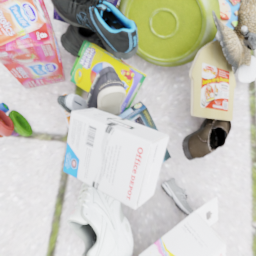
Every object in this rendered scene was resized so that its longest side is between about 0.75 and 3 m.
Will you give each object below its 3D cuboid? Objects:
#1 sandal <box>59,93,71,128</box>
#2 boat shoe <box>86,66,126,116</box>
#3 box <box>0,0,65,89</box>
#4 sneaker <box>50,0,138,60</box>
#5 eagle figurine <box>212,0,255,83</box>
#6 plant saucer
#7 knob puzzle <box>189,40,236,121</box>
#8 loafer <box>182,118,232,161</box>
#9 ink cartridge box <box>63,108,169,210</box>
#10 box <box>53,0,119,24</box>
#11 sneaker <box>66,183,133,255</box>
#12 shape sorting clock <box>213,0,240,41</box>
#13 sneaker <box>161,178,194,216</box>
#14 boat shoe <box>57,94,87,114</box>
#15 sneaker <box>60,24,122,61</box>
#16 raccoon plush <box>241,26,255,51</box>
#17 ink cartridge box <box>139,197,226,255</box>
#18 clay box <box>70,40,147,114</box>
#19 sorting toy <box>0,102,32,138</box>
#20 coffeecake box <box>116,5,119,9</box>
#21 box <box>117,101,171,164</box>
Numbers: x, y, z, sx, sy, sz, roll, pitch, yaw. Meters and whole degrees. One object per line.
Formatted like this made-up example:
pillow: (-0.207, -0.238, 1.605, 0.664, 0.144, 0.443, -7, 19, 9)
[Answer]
sandal: (-1.651, -0.472, 8.209, 0.366, 1.278, 0.490, 11, 46, 22)
boat shoe: (-0.599, -0.704, 6.816, 0.831, 2.288, 0.718, -9, 76, -18)
box: (-2.722, -2.290, 7.864, 1.403, 2.938, 1.465, -12, 83, -8)
sneaker: (-0.792, -2.828, 6.766, 2.669, 1.093, 0.977, 36, 76, 5)
eagle figurine: (3.001, -2.491, 7.769, 2.027, 2.686, 2.038, -2, 80, 0)
plant saucer: (1.037, -2.994, 7.890, 2.952, 2.952, 0.459, 21, 41, 7)
knob puzzle: (2.278, -1.310, 7.677, 2.336, 0.324, 2.336, -1, 92, -40)
loafer: (2.409, 0.258, 7.744, 2.358, 0.841, 0.861, -32, 107, -43)
ink cartridge box: (-0.309, 0.557, 5.876, 1.971, 0.831, 1.439, 21, 109, 27)
box: (-1.221, -4.099, 8.362, 1.798, 2.430, 1.268, 12, 79, -13)
sneaker: (-0.830, 1.864, 6.805, 1.417, 1.111, 2.852, 8, 51, -38)
shape sorting clock: (2.851, -4.065, 9.829, 2.750, 0.540, 2.750, 0, 71, 0)
sneaker: (1.499, 1.949, 7.876, 0.514, 0.468, 1.253, -36, 75, -11)
boat shoe: (-1.399, -0.588, 7.684, 0.551, 1.552, 0.560, 15, 76, 20)
sneaker: (-0.892, -2.380, 8.665, 2.440, 1.107, 0.927, 31, 47, -15)
raccoon plush: (3.248, -2.359, 7.087, 0.567, 0.846, 0.410, -40, 53, 6)
ink cartridge box: (1.318, 3.156, 6.630, 2.996, 1.755, 1.009, -35, 50, -10)
clay box: (-0.708, -1.483, 7.971, 2.168, 0.516, 1.245, 32, 109, 11)
sorting toy: (-3.533, -0.071, 7.879, 0.739, 1.799, 1.081, -35, 81, 5)
coffeecake box: (0.187, -3.622, 9.177, 1.147, 1.494, 0.546, 16, 114, 2)
box: (0.203, 0.477, 7.515, 1.412, 2.068, 0.390, -34, 40, -5)
